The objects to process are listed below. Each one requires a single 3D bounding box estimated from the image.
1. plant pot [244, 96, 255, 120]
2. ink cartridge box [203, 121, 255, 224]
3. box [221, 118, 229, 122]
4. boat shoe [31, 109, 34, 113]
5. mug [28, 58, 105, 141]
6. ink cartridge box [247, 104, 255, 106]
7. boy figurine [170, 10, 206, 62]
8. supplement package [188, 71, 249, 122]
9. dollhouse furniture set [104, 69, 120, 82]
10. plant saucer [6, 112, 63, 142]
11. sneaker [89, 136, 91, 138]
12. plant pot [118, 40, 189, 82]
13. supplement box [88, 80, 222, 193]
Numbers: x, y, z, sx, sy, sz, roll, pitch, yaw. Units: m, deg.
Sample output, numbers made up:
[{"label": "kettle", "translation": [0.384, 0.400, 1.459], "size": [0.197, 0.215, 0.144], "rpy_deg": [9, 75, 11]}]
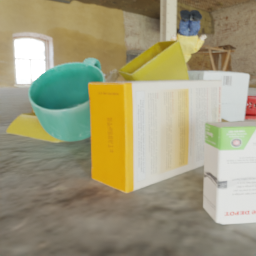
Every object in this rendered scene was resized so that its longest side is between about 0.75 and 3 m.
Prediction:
[{"label": "plant pot", "translation": [5.460, -0.920, 12.550], "size": [1.122, 1.022, 1.122], "rpy_deg": [-1, 11, 0]}, {"label": "ink cartridge box", "translation": [1.574, 0.581, 3.861], "size": [0.940, 1.292, 0.543], "rpy_deg": [-1, 8, -6]}, {"label": "box", "translation": [2.377, 0.086, 8.009], "size": [1.585, 0.169, 1.296], "rpy_deg": [-12, 24, -18]}, {"label": "boat shoe", "translation": [-2.885, -0.727, 12.124], "size": [0.851, 0.945, 2.619], "rpy_deg": [35, 27, 21]}, {"label": "mug", "translation": [-1.363, -0.717, 7.839], "size": [2.440, 1.509, 2.005], "rpy_deg": [-31, 51, -22]}, {"label": "ink cartridge box", "translation": [6.170, -1.220, 14.781], "size": [1.864, 0.774, 1.367], "rpy_deg": [-3, 11, -16]}, {"label": "boy figurine", "translation": [2.659, -3.890, 12.538], "size": [1.589, 2.555, 0.823], "rpy_deg": [-4, 52, -2]}, {"label": "supplement package", "translation": [3.145, -1.430, 12.198], "size": [2.658, 2.044, 2.780], "rpy_deg": [-4, 13, -31]}, {"label": "dollhouse furniture set", "translation": [-1.037, -1.222, 11.959], "size": [2.156, 1.839, 1.053], "rpy_deg": [-14, 27, 43]}, {"label": "plant saucer", "translation": [-2.371, -0.213, 9.830], "size": [2.704, 0.655, 2.703], "rpy_deg": [7, 14, 35]}, {"label": "sneaker", "translation": [-0.932, 0.153, 8.728], "size": [0.589, 0.501, 1.346], "rpy_deg": [-15, -8, 39]}, {"label": "plant pot", "translation": [1.049, -1.812, 9.944], "size": [1.915, 1.689, 1.915], "rpy_deg": [-36, 21, -4]}, {"label": "supplement box", "translation": [0.683, -0.042, 5.696], "size": [2.916, 1.838, 1.072], "rpy_deg": [-9, 12, -41]}]
